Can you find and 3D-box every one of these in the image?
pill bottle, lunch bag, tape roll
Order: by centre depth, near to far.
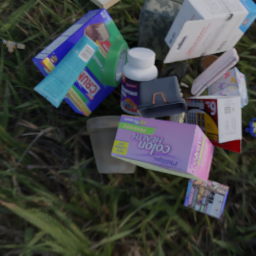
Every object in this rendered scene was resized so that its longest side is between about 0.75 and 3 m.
[{"bbox_3d":[0.333,-1.443,8.792,1.067,1.916,1.067,3,38,-2],"label":"pill bottle"},{"bbox_3d":[3.171,-1.121,8.975,0.801,1.068,1.259,22,60,-38],"label":"lunch bag"},{"bbox_3d":[-0.390,-2.051,8.990,0.352,1.466,1.466,16,66,7],"label":"tape roll"},{"bbox_3d":[1.515,-4.164,10.640,1.821,2.613,2.192,16,68,7],"label":"lunch bag"}]

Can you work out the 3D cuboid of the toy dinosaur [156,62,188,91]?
[{"bbox_3d":[1.497,-1.782,9.442,1.310,2.561,0.986,-40,81,-12],"label":"toy dinosaur"}]

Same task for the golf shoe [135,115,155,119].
[{"bbox_3d":[0.703,-0.861,10.055,0.754,0.937,1.927,12,67,5],"label":"golf shoe"}]

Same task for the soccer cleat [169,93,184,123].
[{"bbox_3d":[1.765,-0.503,9.939,0.697,0.623,1.798,-10,62,6],"label":"soccer cleat"}]

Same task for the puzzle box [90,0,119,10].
[{"bbox_3d":[-1.394,-6.841,13.073,1.964,0.375,2.953,-40,72,-17],"label":"puzzle box"}]

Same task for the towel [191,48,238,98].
[{"bbox_3d":[2.570,-1.674,8.339,0.266,1.577,1.651,45,28,-5],"label":"towel"}]

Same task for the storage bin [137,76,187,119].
[{"bbox_3d":[0.877,-0.875,7.718,1.320,0.961,0.887,-10,70,14],"label":"storage bin"}]

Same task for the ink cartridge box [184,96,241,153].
[{"bbox_3d":[2.471,-0.123,8.345,0.766,1.827,1.604,-7,98,-16],"label":"ink cartridge box"}]

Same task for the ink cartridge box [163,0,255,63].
[{"bbox_3d":[2.365,-3.153,8.781,2.973,1.724,1.008,-18,67,-26],"label":"ink cartridge box"}]

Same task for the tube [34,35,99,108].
[{"bbox_3d":[-1.819,-1.758,8.552,0.883,0.575,2.282,40,95,-9],"label":"tube"}]

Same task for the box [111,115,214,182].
[{"bbox_3d":[1.049,0.616,7.709,2.042,2.321,1.122,9,79,29],"label":"box"}]

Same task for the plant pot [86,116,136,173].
[{"bbox_3d":[-0.370,0.607,9.042,1.942,1.942,1.685,-1,83,0],"label":"plant pot"}]

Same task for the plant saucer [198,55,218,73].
[{"bbox_3d":[3.339,-2.555,11.235,1.022,0.187,1.022,0,65,1],"label":"plant saucer"}]

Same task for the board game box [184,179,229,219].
[{"bbox_3d":[2.350,2.069,8.462,1.093,0.872,0.529,17,24,25],"label":"board game box"}]

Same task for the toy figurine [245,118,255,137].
[{"bbox_3d":[4.659,0.179,9.889,0.925,0.814,1.544,-7,59,28],"label":"toy figurine"}]

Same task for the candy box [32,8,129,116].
[{"bbox_3d":[-1.378,-2.283,9.799,2.861,2.419,1.102,-47,34,-16],"label":"candy box"}]

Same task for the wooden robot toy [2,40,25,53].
[{"bbox_3d":[-4.749,-3.301,11.546,1.015,0.447,0.461,13,101,6],"label":"wooden robot toy"}]
